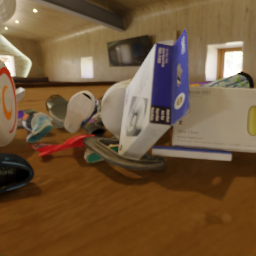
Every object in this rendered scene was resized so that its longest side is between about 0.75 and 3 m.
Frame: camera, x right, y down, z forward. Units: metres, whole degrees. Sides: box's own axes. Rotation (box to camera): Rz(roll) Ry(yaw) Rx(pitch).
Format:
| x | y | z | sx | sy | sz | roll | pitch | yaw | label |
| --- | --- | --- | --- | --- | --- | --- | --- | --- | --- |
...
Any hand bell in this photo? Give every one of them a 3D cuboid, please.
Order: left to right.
| x | y | z | sx | sy | sz | roll | pitch | yaw | label |
| --- | --- | --- | --- | --- | --- | --- | --- | --- | --- |
| -3.749 | -1.179 | 15.651 | 1.093 | 1.093 | 2.099 | 0 | -1 | 2 | hand bell |

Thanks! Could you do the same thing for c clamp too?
| x | y | z | sx | sy | sz | roll | pitch | yaw | label |
| --- | --- | --- | --- | --- | --- | --- | --- | --- | --- |
| 0.021 | 0.558 | 7.151 | 2.200 | 0.349 | 2.575 | 10 | 9 | -29 | c clamp |

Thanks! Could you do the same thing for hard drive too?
| x | y | z | sx | sy | sz | roll | pitch | yaw | label |
| --- | --- | --- | --- | --- | --- | --- | --- | --- | --- |
| 1.581 | 0.637 | 7.139 | 1.820 | 0.231 | 1.201 | 3 | -3 | 12 | hard drive |

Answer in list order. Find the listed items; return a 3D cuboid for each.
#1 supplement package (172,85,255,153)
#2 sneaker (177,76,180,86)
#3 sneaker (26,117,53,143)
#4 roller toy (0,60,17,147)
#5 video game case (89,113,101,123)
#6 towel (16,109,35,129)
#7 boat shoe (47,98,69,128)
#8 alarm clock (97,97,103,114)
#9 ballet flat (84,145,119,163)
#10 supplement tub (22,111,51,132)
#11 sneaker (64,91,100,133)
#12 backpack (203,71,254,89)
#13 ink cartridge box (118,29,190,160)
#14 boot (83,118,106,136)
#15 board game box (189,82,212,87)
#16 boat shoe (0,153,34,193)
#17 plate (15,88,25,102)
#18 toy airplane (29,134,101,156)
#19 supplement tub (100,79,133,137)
| x | y | z | sx | sy | sz | roll | pitch | yaw | label |
| --- | --- | --- | --- | --- | --- | --- | --- | --- | --- |
| 2.496 | -0.144 | 7.267 | 2.606 | 1.445 | 2.029 | 3 | -5 | 10 | supplement package |
| 1.629 | -1.051 | 9.292 | 1.157 | 1.243 | 2.880 | -12 | -37 | 28 | sneaker |
| -2.959 | 0.015 | 9.216 | 0.979 | 0.390 | 0.639 | -33 | 56 | 3 | sneaker |
| -4.586 | -0.679 | 8.209 | 2.045 | 2.670 | 2.927 | -4 | 42 | -8 | roller toy |
| -1.043 | -0.483 | 12.330 | 1.036 | 0.205 | 1.143 | -33 | 25 | -25 | video game case |
| -4.799 | -0.369 | 11.809 | 2.329 | 0.265 | 1.672 | -10 | 25 | -33 | towel |
| -2.830 | -0.579 | 11.989 | 1.097 | 0.955 | 2.978 | -18 | 23 | -21 | boat shoe |
| -0.697 | -1.083 | 14.357 | 1.899 | 0.937 | 2.815 | 4 | 19 | 1 | alarm clock |
| -0.557 | 0.614 | 7.332 | 1.248 | 0.472 | 0.399 | -4 | 31 | -22 | ballet flat |
| -3.451 | -0.213 | 10.411 | 0.790 | 0.790 | 1.289 | -9 | 11 | -35 | supplement tub |
| -1.369 | -0.785 | 9.337 | 0.784 | 1.945 | 1.424 | 37 | 44 | 0 | sneaker |
| 3.637 | -0.878 | 10.932 | 2.643 | 2.156 | 2.032 | -9 | 27 | -13 | backpack |
| 0.528 | -0.740 | 6.677 | 0.520 | 2.555 | 2.560 | 19 | -37 | -16 | ink cartridge box |
| -1.084 | -0.035 | 10.433 | 1.087 | 0.434 | 1.196 | -27 | 14 | -19 | boot |
| 2.518 | -1.045 | 11.998 | 2.762 | 1.857 | 0.618 | -10 | 53 | -37 | board game box |
| -2.982 | 0.814 | 4.834 | 2.672 | 1.125 | 0.917 | -13 | 10 | -38 | boat shoe |
| -6.201 | -1.104 | 13.517 | 2.649 | 0.429 | 2.654 | -34 | 22 | -16 | plate |
| -1.690 | 0.455 | 7.697 | 1.965 | 0.361 | 1.965 | -11 | 3 | 1 | toy airplane |
| 0.113 | -0.743 | 10.163 | 1.973 | 1.973 | 2.722 | 2 | 12 | 7 | supplement tub |
